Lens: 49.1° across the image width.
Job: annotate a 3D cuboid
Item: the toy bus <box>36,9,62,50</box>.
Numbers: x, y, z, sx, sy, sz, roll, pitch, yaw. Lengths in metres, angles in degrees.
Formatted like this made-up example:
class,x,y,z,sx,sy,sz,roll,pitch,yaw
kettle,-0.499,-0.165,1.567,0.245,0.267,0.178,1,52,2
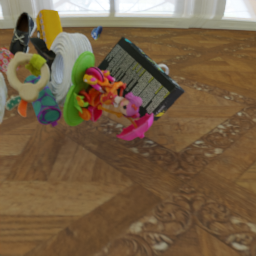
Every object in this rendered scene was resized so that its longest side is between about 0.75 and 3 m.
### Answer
class,x,y,z,sx,sy,sz,roll,pitch,yaw
toy bus,-3.447,-3.803,12.718,0.892,2.741,1.073,-11,0,-36

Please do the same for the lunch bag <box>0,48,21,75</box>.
class,x,y,z,sx,sy,sz,roll,pitch,yaw
lunch bag,-5.359,-2.823,12.218,0.964,1.094,0.448,-38,15,23

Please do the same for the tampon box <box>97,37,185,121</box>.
class,x,y,z,sx,sy,sz,roll,pitch,yaw
tampon box,0.457,-1.630,9.994,2.549,1.609,1.910,46,16,12

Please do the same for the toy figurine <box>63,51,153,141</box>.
class,x,y,z,sx,sy,sz,roll,pitch,yaw
toy figurine,-0.377,-0.702,8.361,2.421,2.630,1.974,25,48,15

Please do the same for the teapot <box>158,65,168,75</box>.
class,x,y,z,sx,sy,sz,roll,pitch,yaw
teapot,0.639,-1.905,11.892,1.748,1.294,1.771,13,56,20

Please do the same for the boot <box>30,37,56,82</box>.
class,x,y,z,sx,sy,sz,roll,pitch,yaw
boot,-3.238,-2.511,10.363,1.394,1.213,0.483,46,46,14

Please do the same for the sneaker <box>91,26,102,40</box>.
class,x,y,z,sx,sy,sz,roll,pitch,yaw
sneaker,-1.288,-3.876,11.306,0.345,0.838,0.310,47,64,-3

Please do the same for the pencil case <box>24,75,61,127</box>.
class,x,y,z,sx,sy,sz,roll,pitch,yaw
pencil case,-3.235,-1.074,10.567,0.906,0.984,2.129,-23,53,-14

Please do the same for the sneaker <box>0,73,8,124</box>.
class,x,y,z,sx,sy,sz,roll,pitch,yaw
sneaker,-4.550,-1.009,9.675,0.890,0.938,2.331,-11,71,5

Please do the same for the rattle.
class,x,y,z,sx,sy,sz,roll,pitch,yaw
rattle,-3.232,-1.267,8.844,1.283,1.971,1.408,7,-5,-34

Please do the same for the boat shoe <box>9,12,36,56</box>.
class,x,y,z,sx,sy,sz,roll,pitch,yaw
boat shoe,-4.981,-4.124,12.863,0.871,2.424,0.820,14,-12,-2

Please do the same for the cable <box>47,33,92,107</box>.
class,x,y,z,sx,sy,sz,roll,pitch,yaw
cable,-2.431,-2.279,11.099,1.008,2.911,2.910,1,-11,-37
